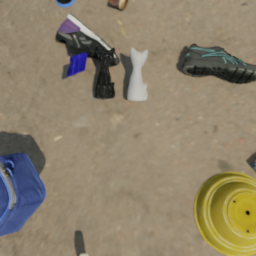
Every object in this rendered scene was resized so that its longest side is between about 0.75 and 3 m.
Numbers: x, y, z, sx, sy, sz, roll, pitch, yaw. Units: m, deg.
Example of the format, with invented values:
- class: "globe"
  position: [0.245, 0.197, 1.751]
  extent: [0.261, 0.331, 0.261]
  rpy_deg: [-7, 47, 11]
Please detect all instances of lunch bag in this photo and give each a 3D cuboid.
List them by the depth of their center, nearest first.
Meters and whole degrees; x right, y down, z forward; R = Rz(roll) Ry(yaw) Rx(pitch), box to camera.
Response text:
- class: "lunch bag"
  position: [-3.176, 1.647, 6.652]
  extent: [1.528, 1.488, 2.249]
  rpy_deg: [51, 118, 22]

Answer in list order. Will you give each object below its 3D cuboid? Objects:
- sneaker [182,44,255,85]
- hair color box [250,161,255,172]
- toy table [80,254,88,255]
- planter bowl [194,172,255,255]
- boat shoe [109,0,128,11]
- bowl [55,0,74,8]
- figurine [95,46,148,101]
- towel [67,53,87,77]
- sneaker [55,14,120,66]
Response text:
- class: "sneaker"
  position: [3.463, -2.376, 10.088]
  extent: [2.895, 1.091, 1.147]
  rpy_deg: [11, 72, 3]
- class: "hair color box"
  position: [4.837, 1.541, 9.253]
  extent: [0.691, 0.418, 1.382]
  rpy_deg: [-39, 77, -11]
- class: "toy table"
  position: [-1.180, 4.667, 7.703]
  extent: [2.259, 1.323, 2.077]
  rpy_deg: [-14, 60, -7]
- class: "planter bowl"
  position: [3.471, 2.601, 8.581]
  extent: [2.666, 1.110, 2.666]
  rpy_deg: [0, 73, 0]
- class: "boat shoe"
  position: [-0.218, -5.836, 11.295]
  extent: [0.803, 0.805, 2.230]
  rpy_deg: [16, 80, 3]
- class: "bowl"
  position: [-2.587, -5.280, 11.437]
  extent: [0.779, 0.153, 0.779]
  rpy_deg: [0, 73, 0]
- class: "figurine"
  position: [-0.212, -1.879, 9.661]
  extent: [1.834, 0.790, 1.789]
  rpy_deg: [3, 107, 0]
- class: "towel"
  position: [-1.445, -1.824, 8.096]
  extent: [0.202, 0.603, 0.817]
  rpy_deg: [25, 30, 10]
- class: "sneaker"
  position: [-1.544, -2.945, 10.454]
  extent: [2.734, 1.035, 1.197]
  rpy_deg: [41, 93, 15]
